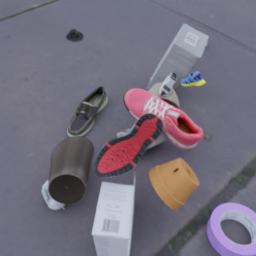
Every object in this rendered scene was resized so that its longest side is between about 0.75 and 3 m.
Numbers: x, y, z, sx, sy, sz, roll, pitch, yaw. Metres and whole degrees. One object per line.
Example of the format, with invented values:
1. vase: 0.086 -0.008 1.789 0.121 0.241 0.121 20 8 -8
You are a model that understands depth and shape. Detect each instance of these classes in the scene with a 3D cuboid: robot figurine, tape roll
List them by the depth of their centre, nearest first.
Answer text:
1. tape roll: 3.037 2.916 7.892 1.529 0.502 1.529 1 43 -1
2. robot figurine: -2.266 2.080 8.586 0.580 0.872 1.028 -52 51 12

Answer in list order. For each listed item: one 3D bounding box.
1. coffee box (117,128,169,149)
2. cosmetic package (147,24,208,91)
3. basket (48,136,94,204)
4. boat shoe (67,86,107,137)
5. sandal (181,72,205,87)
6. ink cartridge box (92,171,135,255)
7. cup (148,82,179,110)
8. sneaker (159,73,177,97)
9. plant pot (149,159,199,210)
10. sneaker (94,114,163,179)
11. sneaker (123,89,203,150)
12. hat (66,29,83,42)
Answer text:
1. coffee box: 0.565 0.286 9.841 1.646 0.656 0.941 -22 20 -22
2. cosmetic package: 1.859 -2.496 11.032 1.208 2.679 1.431 27 57 -1
3. basket: -1.730 1.282 8.340 1.627 1.227 1.804 -44 22 13
4. boat shoe: -1.610 -0.689 10.845 0.911 0.806 2.488 17 52 14
5. sandal: 2.140 -1.635 9.358 0.413 0.452 1.039 -26 16 -26
6. ink cartridge box: -0.303 2.373 7.461 0.864 2.060 1.809 6 49 4
7. cup: 1.278 -1.122 10.731 1.433 1.433 1.025 7 60 6
8. sneaker: 1.387 -1.512 10.063 0.391 0.422 1.041 41 66 -16
9. plant pot: 1.259 1.380 7.366 0.867 1.238 1.238 -40 52 16
10. sneaker: 0.038 0.621 7.329 2.262 1.081 0.897 -38 76 -28
11. sneaker: 1.194 -0.456 8.951 2.912 1.263 1.073 34 74 0
12. hat: -2.815 -4.938 14.693 0.945 0.381 0.945 0 49 0
